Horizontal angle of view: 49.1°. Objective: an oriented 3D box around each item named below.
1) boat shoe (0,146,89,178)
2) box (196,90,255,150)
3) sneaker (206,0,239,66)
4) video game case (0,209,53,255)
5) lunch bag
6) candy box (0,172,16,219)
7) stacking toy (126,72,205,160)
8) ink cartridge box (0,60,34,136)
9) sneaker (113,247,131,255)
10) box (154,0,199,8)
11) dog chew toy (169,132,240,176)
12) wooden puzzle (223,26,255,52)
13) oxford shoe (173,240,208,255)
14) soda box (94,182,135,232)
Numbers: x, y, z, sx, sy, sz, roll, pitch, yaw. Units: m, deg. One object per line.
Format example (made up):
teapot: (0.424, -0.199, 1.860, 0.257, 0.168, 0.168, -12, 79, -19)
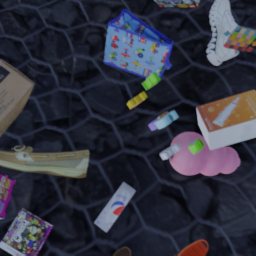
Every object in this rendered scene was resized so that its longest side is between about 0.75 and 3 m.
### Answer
boat shoe: (-2.031, 0.686, 6.494, 2.221, 0.810, 0.699, 10, 83, -10)
box: (2.779, -0.209, 7.490, 1.613, 0.786, 1.003, -17, 47, 5)
sneaker: (3.174, -3.196, 9.038, 0.880, 0.950, 2.343, 14, 75, -35)
video game case: (-3.284, 3.487, 9.023, 1.201, 0.237, 1.325, 27, 76, 8)
lunch bag: (0.366, -2.214, 8.141, 1.948, 1.467, 0.916, 31, 57, 9)
candy box: (-4.026, 1.654, 7.587, 0.534, 1.750, 1.193, -14, 51, 24)
stacking toy: (0.837, -0.156, 7.322, 0.634, 2.696, 2.033, -34, 89, -8)
ink cartridge box: (-3.246, -0.223, 6.423, 0.892, 2.374, 1.956, 38, 65, -15)
sneaker: (-0.475, 4.334, 8.604, 0.527, 0.565, 1.497, 43, 79, 11)
box: (1.385, -4.045, 8.624, 1.369, 0.937, 0.273, 18, 92, 35)
dog chew toy: (2.549, 0.949, 9.221, 2.286, 1.424, 1.424, 11, 74, -5)
wooden puzzle: (2.443, -1.910, 6.051, 0.908, 0.539, 0.064, 7, 55, -14)
oxford shoe: (1.028, 2.444, 5.288, 1.072, 0.389, 0.381, -37, 93, -2)
soda box: (-0.414, 2.570, 9.130, 0.507, 0.546, 1.600, 35, 76, 9)
